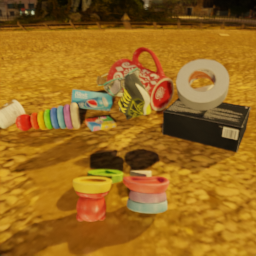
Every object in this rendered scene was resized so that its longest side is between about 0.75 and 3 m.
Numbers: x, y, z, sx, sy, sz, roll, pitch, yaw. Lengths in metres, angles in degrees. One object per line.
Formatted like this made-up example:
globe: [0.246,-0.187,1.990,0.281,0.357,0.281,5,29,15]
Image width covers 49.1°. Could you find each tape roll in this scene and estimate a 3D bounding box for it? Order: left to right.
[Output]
tape roll: [2.469,-1.452,9.361,1.694,0.559,1.694,-5,65,12]

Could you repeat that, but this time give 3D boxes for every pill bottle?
pill bottle: [-4.498,-0.401,10.185,0.738,0.738,1.291,23,49,39]

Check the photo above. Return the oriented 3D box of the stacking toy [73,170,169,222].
stacking toy: [-0.166,1.616,6.763,2.174,0.918,1.968,2,0,-2]

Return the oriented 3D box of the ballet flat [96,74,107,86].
ballet flat: [-0.768,-2.533,14.436,1.760,0.636,0.597,-5,9,-12]

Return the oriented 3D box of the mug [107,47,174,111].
mug: [0.560,-2.132,12.337,1.800,2.395,2.698,-22,38,-35]

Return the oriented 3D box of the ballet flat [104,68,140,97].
ballet flat: [-0.101,-1.708,10.984,0.803,0.803,2.233,16,32,29]

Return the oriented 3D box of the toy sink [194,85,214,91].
toy sink: [3.171,-1.356,12.248,1.169,0.655,0.762,-8,20,46]

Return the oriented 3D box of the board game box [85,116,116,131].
board game box: [-1.041,-0.166,10.546,0.959,0.193,0.734,-10,28,-27]

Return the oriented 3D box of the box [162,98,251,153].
box: [2.737,-0.243,9.829,2.578,1.017,1.819,14,33,26]

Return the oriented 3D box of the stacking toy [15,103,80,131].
stacking toy: [-2.919,-0.308,10.118,2.250,0.960,0.960,-8,27,-6]

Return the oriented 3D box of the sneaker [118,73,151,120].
sneaker: [0.158,-0.962,10.199,1.140,2.695,1.004,-28,65,-1]

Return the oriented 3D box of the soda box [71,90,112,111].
soda box: [-1.398,-1.040,10.727,1.518,0.487,0.515,5,57,-13]
